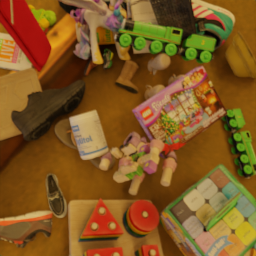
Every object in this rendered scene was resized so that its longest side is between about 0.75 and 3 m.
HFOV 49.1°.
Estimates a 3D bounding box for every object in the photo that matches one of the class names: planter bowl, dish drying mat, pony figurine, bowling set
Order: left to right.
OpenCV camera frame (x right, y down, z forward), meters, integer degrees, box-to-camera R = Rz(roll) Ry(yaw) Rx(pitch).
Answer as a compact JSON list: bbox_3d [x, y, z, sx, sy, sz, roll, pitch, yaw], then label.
[{"bbox_3d":[-3.094,-2.989,8.497,0.271,2.982,1.145,12,69,13],"label":"dish drying mat"},{"bbox_3d":[-0.993,-3.508,8.750,2.708,2.806,2.336,4,34,-3],"label":"pony figurine"},{"bbox_3d":[1.336,-0.981,8.749,1.662,1.282,2.389,11,91,-15],"label":"bowling set"},{"bbox_3d":[3.681,-2.215,9.187,0.722,1.734,1.734,-29,68,24],"label":"planter bowl"}]

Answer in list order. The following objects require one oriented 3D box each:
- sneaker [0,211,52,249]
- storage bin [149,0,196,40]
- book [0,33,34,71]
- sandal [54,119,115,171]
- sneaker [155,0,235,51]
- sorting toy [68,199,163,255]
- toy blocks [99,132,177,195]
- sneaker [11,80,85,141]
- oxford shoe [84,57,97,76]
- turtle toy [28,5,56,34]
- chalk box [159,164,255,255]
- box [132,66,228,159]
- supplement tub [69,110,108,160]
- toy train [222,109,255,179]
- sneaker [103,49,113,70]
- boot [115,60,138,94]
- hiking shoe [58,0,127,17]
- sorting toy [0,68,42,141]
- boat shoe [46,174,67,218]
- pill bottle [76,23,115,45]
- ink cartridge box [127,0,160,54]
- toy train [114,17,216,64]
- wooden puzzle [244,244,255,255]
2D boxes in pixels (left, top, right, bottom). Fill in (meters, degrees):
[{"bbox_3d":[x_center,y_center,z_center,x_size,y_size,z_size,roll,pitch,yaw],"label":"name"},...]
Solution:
[{"bbox_3d":[-3.071,2.821,7.477,2.118,0.816,0.867,-11,76,-3],"label":"sneaker"},{"bbox_3d":[1.328,-3.831,8.380,1.044,2.227,1.505,-9,61,18],"label":"storage bin"},{"bbox_3d":[-4.039,-2.587,9.685,1.744,0.419,1.165,10,85,4],"label":"book"},{"bbox_3d":[-1.293,0.417,8.472,2.207,0.596,0.886,38,74,13],"label":"sandal"},{"bbox_3d":[2.135,-3.472,9.692,2.910,1.217,1.757,17,61,5],"label":"sneaker"},{"bbox_3d":[-0.173,2.755,6.750,2.335,0.812,2.321,5,51,-21],"label":"sorting toy"},{"bbox_3d":[0.277,0.658,7.417,1.673,1.563,1.408,43,46,-22],"label":"toy blocks"},{"bbox_3d":[-2.384,-0.786,8.503,1.163,0.973,2.562,42,63,11],"label":"sneaker"},{"bbox_3d":[-1.234,-2.174,9.640,0.329,0.329,0.923,30,80,-28],"label":"oxford shoe"},{"bbox_3d":[-3.246,-3.721,9.961,1.523,0.770,1.110,-40,75,-15],"label":"turtle toy"},{"bbox_3d":[1.971,2.154,6.605,1.742,2.800,1.733,-35,73,-13],"label":"chalk box"},{"bbox_3d":[1.486,-0.443,7.912,2.325,0.455,1.591,-35,102,-10],"label":"box"},{"bbox_3d":[-1.108,0.202,7.923,0.821,0.821,1.244,-18,95,-7],"label":"supplement tub"},{"bbox_3d":[3.460,0.428,8.570,0.632,0.468,2.242,-5,69,-13],"label":"toy train"},{"bbox_3d":[-0.757,-2.349,9.623,0.311,0.340,0.798,-15,60,35],"label":"sneaker"},{"bbox_3d":[0.122,-1.736,9.448,0.874,0.330,0.998,27,66,1],"label":"boot"},{"bbox_3d":[-1.294,-4.602,10.351,2.627,0.977,1.139,16,48,5],"label":"hiking shoe"},{"bbox_3d":[-4.047,-0.623,9.013,2.719,0.364,2.026,-19,77,-6],"label":"sorting toy"},{"bbox_3d":[-2.120,1.919,7.971,0.469,0.462,1.302,-22,71,-8],"label":"boat shoe"},{"bbox_3d":[-0.952,-3.370,9.744,1.638,0.910,0.910,-5,69,-1],"label":"pill bottle"},{"bbox_3d":[0.461,-3.756,9.496,0.836,1.448,1.991,-7,62,-2],"label":"ink cartridge box"},{"bbox_3d":[1.102,-2.514,8.103,2.965,0.619,0.836,10,98,-7],"label":"toy train"},{"bbox_3d":[3.787,3.570,7.416,1.740,0.324,1.610,16,70,6],"label":"wooden puzzle"}]
